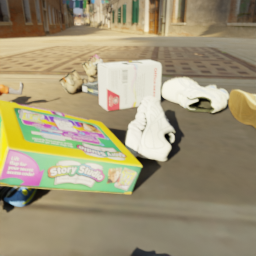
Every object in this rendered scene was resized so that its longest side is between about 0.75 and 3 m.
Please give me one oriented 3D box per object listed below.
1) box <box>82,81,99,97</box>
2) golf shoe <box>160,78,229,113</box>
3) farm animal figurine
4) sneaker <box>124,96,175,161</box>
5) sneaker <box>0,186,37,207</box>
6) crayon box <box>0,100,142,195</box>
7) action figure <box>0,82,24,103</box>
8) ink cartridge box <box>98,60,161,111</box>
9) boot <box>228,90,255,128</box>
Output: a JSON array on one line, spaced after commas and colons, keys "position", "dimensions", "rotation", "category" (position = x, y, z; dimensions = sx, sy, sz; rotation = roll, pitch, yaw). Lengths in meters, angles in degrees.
[{"position": [-1.097, -1.826, 12.992], "dimensions": [1.360, 0.440, 1.725], "rotation": [-22, 30, -40], "category": "box"}, {"position": [2.338, -1.217, 10.813], "dimensions": [2.795, 1.094, 1.359], "rotation": [14, 32, 32], "category": "golf shoe"}, {"position": [-2.029, -2.429, 13.225], "dimensions": [2.199, 1.106, 1.776], "rotation": [-34, 16, 3], "category": "farm animal figurine"}, {"position": [0.716, 0.003, 7.935], "dimensions": [1.216, 1.127, 3.000], "rotation": [12, 31, 7], "category": "sneaker"}, {"position": [-2.154, 0.972, 5.967], "dimensions": [0.704, 0.603, 1.700], "rotation": [10, 26, 4], "category": "sneaker"}, {"position": [-1.368, 0.389, 5.865], "dimensions": [2.619, 0.764, 2.260], "rotation": [13, 18, -33], "category": "crayon box"}, {"position": [-5.062, -0.607, 9.603], "dimensions": [2.607, 1.410, 2.695], "rotation": [-7, 50, -1], "category": "action figure"}, {"position": [0.058, -1.713, 11.084], "dimensions": [2.312, 1.685, 0.957], "rotation": [-10, 24, -25], "category": "ink cartridge box"}, {"position": [4.897, -0.640, 9.397], "dimensions": [2.095, 0.981, 2.695], "rotation": [-6, 24, -15], "category": "boot"}]
